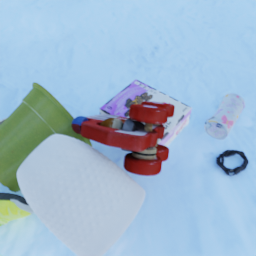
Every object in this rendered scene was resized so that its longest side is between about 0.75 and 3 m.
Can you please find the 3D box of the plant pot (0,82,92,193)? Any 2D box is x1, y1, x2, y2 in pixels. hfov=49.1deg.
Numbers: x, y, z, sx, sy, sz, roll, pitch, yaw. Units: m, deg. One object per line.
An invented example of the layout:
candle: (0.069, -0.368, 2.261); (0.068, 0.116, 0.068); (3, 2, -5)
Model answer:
plant pot: (-2.873, 0.462, 8.255); (2.510, 2.644, 2.644); (-43, 60, -16)

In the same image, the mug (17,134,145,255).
mug: (-1.223, 1.458, 7.084); (2.567, 2.928, 2.162); (42, 93, -1)

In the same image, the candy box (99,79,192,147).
candy box: (0.604, -0.401, 9.788); (2.471, 0.884, 2.072); (31, 56, 24)

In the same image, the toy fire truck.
toy fire truck: (-0.130, 0.080, 7.534); (2.437, 1.627, 2.902); (8, 10, 15)

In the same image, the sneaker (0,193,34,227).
sneaker: (-3.837, 2.394, 7.367); (2.858, 1.078, 1.092); (-8, 56, 7)

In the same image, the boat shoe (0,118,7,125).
boat shoe: (-3.684, -0.098, 9.740); (1.688, 0.606, 0.502); (-13, 46, -19)

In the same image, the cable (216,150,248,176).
cable: (3.333, 1.068, 8.968); (1.050, 0.267, 0.857); (-31, 51, -22)

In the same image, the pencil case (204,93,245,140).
pencil case: (3.416, -0.427, 9.880); (0.864, 0.792, 1.904); (29, 55, 21)
